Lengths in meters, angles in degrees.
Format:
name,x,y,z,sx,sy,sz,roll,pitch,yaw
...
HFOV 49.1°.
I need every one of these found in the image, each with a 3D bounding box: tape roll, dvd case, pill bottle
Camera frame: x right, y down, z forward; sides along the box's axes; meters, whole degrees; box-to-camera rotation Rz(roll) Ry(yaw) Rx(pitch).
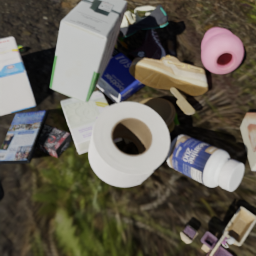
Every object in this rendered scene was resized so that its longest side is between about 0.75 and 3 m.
name,x,y,z,sx,sy,sz,roll,pitch,yaw
tape roll,-0.032,0.454,7.140,1.896,1.302,1.896,5,66,-11
dvd case,-3.003,0.252,7.983,1.196,0.147,1.676,-4,56,23
pill bottle,1.916,0.884,7.048,0.969,0.969,1.746,-37,41,-28

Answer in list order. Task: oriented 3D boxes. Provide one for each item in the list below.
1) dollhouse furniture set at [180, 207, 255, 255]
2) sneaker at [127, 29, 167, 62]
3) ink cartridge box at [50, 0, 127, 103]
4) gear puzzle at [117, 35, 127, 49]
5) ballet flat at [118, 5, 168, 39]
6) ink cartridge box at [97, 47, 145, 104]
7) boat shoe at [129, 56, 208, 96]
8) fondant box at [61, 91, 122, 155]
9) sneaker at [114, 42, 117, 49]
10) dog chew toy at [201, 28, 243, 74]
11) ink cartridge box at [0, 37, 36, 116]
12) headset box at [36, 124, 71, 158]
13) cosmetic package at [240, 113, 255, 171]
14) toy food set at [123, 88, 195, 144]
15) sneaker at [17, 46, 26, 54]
name,x,y,z,sx,sy,sz,roll,pitch,yaw
dollhouse furniture set,2.141,2.086,6.178,1.244,1.114,1.570,35,57,27
sneaker,0.550,-3.172,11.040,1.378,0.903,2.386,-12,50,-7
ink cartridge box,-1.044,-2.393,7.913,1.152,2.032,2.772,21,40,-4
gear puzzle,-0.442,-3.560,10.775,0.204,0.807,1.557,-43,56,15
ballet flat,0.346,-4.292,11.243,2.706,0.988,0.988,-1,40,40
ink cartridge box,-0.854,-2.235,9.855,2.947,0.651,1.385,43,61,14
boat shoe,1.363,-1.860,9.306,2.779,1.025,0.961,14,70,-19
fondant box,-1.155,-0.230,8.620,1.362,0.550,1.888,-18,52,-14
sneaker,-1.818,-3.729,11.406,2.791,1.057,1.466,36,58,27
dog chew toy,3.436,-3.059,10.625,1.473,1.473,2.366,2,39,2
ink cartridge box,-4.234,-1.805,9.376,1.542,1.502,2.399,-18,50,-15
headset box,-2.204,0.387,8.190,0.989,0.371,0.735,20,51,17
cosmetic package,3.839,0.382,7.969,0.841,0.709,1.626,2,48,2
toy food set,0.787,-0.320,8.797,2.257,0.453,1.558,-24,47,-3
sneaker,-4.644,-3.108,11.379,0.895,0.349,0.381,-28,46,-34
